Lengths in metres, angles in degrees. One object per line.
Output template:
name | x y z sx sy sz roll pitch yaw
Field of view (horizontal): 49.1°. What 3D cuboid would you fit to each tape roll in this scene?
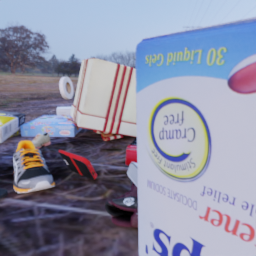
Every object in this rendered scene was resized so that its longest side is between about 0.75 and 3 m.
tape roll | -6.593 -4.254 29.989 0.445 2.438 2.438 -5 9 15

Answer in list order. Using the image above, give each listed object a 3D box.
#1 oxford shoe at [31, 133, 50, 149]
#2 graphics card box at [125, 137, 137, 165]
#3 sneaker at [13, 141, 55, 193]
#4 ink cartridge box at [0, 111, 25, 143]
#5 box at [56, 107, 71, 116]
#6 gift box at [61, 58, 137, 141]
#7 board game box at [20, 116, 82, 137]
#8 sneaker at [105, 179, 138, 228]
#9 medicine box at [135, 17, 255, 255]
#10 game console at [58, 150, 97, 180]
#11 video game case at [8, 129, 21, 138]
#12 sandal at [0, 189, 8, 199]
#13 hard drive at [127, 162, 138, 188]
oxford shoe | -3.076 0.440 9.375 0.435 0.454 1.230 3 11 17
graphics card box | 0.805 0.613 8.041 1.343 0.545 2.141 5 12 11
sneaker | -2.191 0.843 6.227 0.798 0.788 2.039 -4 12 -32
ink cartridge box | -5.645 -0.197 10.225 2.967 0.697 2.932 7 13 -7
box | -3.226 -0.720 15.019 1.142 0.746 1.136 -2 10 -10
gift box | -0.969 -1.080 10.896 2.992 2.794 2.761 10 8 -15
board game box | -3.139 -0.129 12.360 2.132 0.516 2.819 0 10 2
sneaker | 0.043 1.164 4.867 0.999 0.654 1.729 -6 12 -15
medicine box | 1.322 0.574 2.196 1.372 2.666 2.429 -9 13 -36
game console | -1.102 0.828 6.232 0.756 0.855 0.133 18 58 24
video game case | -5.595 0.190 11.295 2.190 0.279 1.979 2 11 16
sandal | -3.067 1.222 5.311 1.444 0.346 0.543 -1 10 -5
hard drive | 1.083 1.064 4.382 1.951 0.256 1.287 17 9 -25
